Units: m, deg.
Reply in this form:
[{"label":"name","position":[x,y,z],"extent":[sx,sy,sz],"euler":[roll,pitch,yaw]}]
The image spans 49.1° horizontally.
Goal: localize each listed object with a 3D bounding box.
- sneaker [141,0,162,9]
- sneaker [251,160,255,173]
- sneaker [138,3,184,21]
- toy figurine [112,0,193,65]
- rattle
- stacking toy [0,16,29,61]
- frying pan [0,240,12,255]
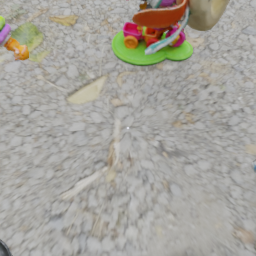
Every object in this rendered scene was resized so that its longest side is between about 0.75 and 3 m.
[{"label":"sneaker","position":[0.242,-3.482,5.552],"extent":[0.981,0.834,2.151],"euler":[5,73,-18]},{"label":"sneaker","position":[2.210,0.869,4.217],"extent":[0.395,1.054,0.457],"euler":[-35,38,29]},{"label":"sneaker","position":[1.618,-4.449,9.507],"extent":[2.668,1.417,0.998],"euler":[-12,54,-9]},{"label":"toy figurine","position":[0.771,-3.294,8.048],"extent":[2.597,2.390,1.949],"euler":[11,54,8]},{"label":"rattle","position":[1.697,-1.952,4.222],"extent":[2.083,1.898,2.916],"euler":[33,53,7]},{"label":"stacking toy","position":[-2.272,-1.641,4.673],"extent":[0.829,1.428,0.784],"euler":[-49,34,6]},{"label":"frying pan","position":[-2.787,2.978,4.654],"extent":[1.453,0.391,2.401],"euler":[-3,50,-1]}]
